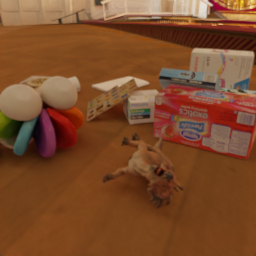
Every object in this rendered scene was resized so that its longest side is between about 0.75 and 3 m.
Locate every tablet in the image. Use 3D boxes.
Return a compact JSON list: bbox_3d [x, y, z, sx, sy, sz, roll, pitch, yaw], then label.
[{"bbox_3d":[-0.357,-2.168,14.017,2.532,0.173,1.648,-22,33,-38],"label":"tablet"}]

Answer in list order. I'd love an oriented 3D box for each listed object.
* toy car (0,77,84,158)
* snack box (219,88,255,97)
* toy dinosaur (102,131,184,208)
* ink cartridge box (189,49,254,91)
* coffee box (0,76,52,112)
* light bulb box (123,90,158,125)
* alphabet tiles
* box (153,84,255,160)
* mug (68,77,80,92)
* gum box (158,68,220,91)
[{"bbox_3d":[-2.418,-0.080,7.964,2.547,2.229,1.910,-22,69,-39],"label":"toy car"},{"bbox_3d":[4.496,-1.201,11.585,2.548,0.473,1.480,9,25,18],"label":"snack box"},{"bbox_3d":[0.630,0.954,6.576,1.755,1.111,2.590,22,16,20],"label":"toy dinosaur"},{"bbox_3d":[4.105,-2.494,12.667,2.623,1.895,1.110,9,27,19],"label":"ink cartridge box"},{"bbox_3d":[-3.573,-1.103,10.711,1.520,1.073,2.689,5,26,10],"label":"coffee box"},{"bbox_3d":[0.573,-0.800,10.338,1.338,0.843,1.350,-5,25,-10],"label":"light bulb box"},{"bbox_3d":[-0.644,-1.169,10.736,2.192,0.083,1.833,-30,25,8],"label":"alphabet tiles"},{"bbox_3d":[2.359,-0.297,8.575,2.942,1.467,1.405,13,29,26],"label":"box"},{"bbox_3d":[-2.762,-1.885,12.952,0.828,0.697,0.944,-22,2,-23],"label":"mug"},{"bbox_3d":[2.304,-1.279,10.139,1.927,0.505,2.269,12,-16,25],"label":"gum box"}]
